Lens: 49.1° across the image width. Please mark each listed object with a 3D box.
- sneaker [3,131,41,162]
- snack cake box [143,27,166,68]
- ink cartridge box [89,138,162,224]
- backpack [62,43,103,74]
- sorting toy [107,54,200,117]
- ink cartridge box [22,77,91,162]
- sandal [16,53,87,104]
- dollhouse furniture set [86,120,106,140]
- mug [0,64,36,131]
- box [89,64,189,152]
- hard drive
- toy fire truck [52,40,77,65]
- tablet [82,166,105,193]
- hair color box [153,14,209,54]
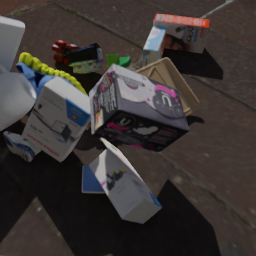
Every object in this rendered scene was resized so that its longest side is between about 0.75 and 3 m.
[{"bbox_3d":[-2.756,0.420,7.608,1.196,0.483,0.691,28,43,27],"label":"sneaker"},{"bbox_3d":[0.954,-2.868,10.156,0.523,0.896,1.558,11,49,11],"label":"snack cake box"},{"bbox_3d":[-0.164,1.184,6.384,0.638,1.083,1.881,-42,55,4],"label":"ink cartridge box"},{"bbox_3d":[-1.377,-2.335,9.439,1.251,0.964,1.192,-3,17,12],"label":"backpack"},{"bbox_3d":[0.590,-1.289,8.457,2.102,0.419,2.844,-30,81,-19],"label":"sorting toy"},{"bbox_3d":[-1.704,-0.183,6.972,1.255,1.714,0.736,34,30,-3],"label":"ink cartridge box"},{"bbox_3d":[-2.496,-1.197,8.665,2.964,1.178,1.290,26,71,23],"label":"sandal"},{"bbox_3d":[-0.832,-0.107,7.993,0.938,0.382,0.505,29,47,19],"label":"dollhouse furniture set"},{"bbox_3d":[-3.559,-0.939,7.573,1.632,1.861,1.374,-28,18,3],"label":"mug"},{"bbox_3d":[0.236,-0.385,6.171,1.884,1.081,1.245,16,51,-33],"label":"box"},{"bbox_3d":[-4.175,-2.045,7.961,1.710,2.591,0.329,-1,52,-42],"label":"hard drive"},{"bbox_3d":[-2.131,-2.820,10.372,1.229,0.689,1.032,24,29,19],"label":"toy fire truck"},{"bbox_3d":[-0.842,1.261,6.936,0.579,0.061,0.889,3,37,-10],"label":"tablet"},{"bbox_3d":[1.961,-3.589,10.664,1.986,1.101,0.635,12,50,11],"label":"hair color box"}]
